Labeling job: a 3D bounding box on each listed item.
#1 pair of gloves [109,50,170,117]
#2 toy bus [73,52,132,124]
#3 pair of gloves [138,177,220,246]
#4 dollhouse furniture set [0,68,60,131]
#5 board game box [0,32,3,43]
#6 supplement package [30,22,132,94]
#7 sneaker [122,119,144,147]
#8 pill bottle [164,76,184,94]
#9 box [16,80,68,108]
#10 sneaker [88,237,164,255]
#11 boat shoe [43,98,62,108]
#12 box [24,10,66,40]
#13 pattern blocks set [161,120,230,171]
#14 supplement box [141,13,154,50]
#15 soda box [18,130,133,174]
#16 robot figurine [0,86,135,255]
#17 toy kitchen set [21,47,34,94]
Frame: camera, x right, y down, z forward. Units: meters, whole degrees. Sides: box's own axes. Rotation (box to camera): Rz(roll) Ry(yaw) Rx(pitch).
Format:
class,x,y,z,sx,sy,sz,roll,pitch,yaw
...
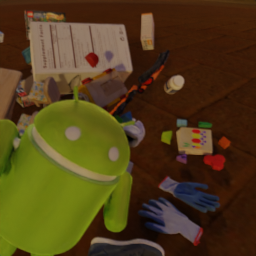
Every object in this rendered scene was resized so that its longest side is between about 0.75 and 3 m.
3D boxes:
class,x,y,z,sx,sy,sz,roll,pitch,yaw
pair of gloves,0.278,-1.339,9.199,0.351,2.840,2.531,41,36,-8
toy bus,-0.730,-0.718,6.268,0.828,1.602,1.511,-23,55,39
pair of gloves,1.426,2.135,7.649,1.775,0.252,2.208,21,38,28
dollhouse furniture set,-3.353,-0.247,6.338,2.639,1.869,2.873,10,68,3
board game box,-4.435,-2.764,7.727,1.565,0.268,1.052,30,30,15
supplement package,-1.485,-2.042,8.485,2.736,1.605,1.599,-6,-13,-19
sneaker,-0.756,0.208,7.609,2.384,0.896,0.966,-4,19,6
pill bottle,1.404,-1.321,8.497,0.427,0.427,0.769,-7,-6,-12
box,-4.268,-2.019,14.089,2.962,0.591,2.028,-23,38,-33
sneaker,-0.130,2.933,5.825,1.698,0.645,1.227,-3,20,13
boat shoe,-3.442,-1.162,12.906,0.375,0.374,1.035,18,36,24
box,-2.727,-3.392,9.344,1.314,0.898,0.248,-11,18,-32
pattern blocks set,2.453,0.498,10.318,2.442,0.225,2.778,11,33,17
supplement box,0.632,-3.132,9.140,0.357,0.613,0.972,-1,73,11
soda box,-1.107,0.694,5.462,2.265,0.718,0.773,17,-1,-15
robot figurine,-1.010,0.731,4.174,2.301,2.622,1.517,29,11,-24
toy kitchen set,-3.139,-2.293,10.009,1.295,2.198,1.761,-30,-10,9
